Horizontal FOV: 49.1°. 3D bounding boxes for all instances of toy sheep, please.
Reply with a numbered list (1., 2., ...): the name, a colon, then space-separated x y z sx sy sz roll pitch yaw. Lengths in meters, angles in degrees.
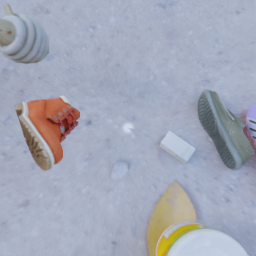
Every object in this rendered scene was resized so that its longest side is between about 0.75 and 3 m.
1. toy sheep: -2.490 -2.111 6.645 1.240 1.798 1.240 0 90 27

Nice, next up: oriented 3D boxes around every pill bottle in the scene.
1. pill bottle: 1.398 2.823 5.954 1.530 2.755 1.530 0 76 1

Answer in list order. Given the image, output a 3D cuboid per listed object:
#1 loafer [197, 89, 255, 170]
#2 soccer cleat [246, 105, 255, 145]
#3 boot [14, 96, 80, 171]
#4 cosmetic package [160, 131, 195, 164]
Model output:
1. loafer: 2.833 -0.026 8.190 0.863 0.931 2.476 -17 77 -16
2. soccer cleat: 4.054 0.505 7.824 0.912 1.045 2.733 -4 70 -2
3. boot: -1.325 -0.058 4.990 1.122 0.785 2.093 -16 32 -19
4. cosmetic package: 1.427 0.565 8.153 0.907 0.385 0.488 36 75 13
